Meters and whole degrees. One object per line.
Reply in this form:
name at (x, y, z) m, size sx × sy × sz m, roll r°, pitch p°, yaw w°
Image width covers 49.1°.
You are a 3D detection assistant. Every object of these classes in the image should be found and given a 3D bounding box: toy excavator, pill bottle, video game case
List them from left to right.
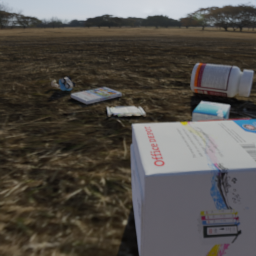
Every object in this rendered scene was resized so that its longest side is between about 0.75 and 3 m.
toy excavator at (-3.740, -2.427, 15.818) m, size 1.163 × 1.196 × 0.597 m, roll 52°, pitch 36°, yaw 4°
video game case at (-1.651, -1.699, 14.554) m, size 2.156 × 0.194 × 1.544 m, roll -18°, pitch 29°, yaw -36°
pill bottle at (4.845, -2.445, 14.536) m, size 2.864 × 1.569 × 1.569 m, roll 12°, pitch 26°, yaw 25°

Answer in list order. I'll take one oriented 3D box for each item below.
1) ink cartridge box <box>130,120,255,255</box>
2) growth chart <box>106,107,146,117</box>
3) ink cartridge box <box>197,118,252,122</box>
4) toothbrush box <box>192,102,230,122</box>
ink cartridge box at (1.518, 1.153, 5.468) m, size 2.827 × 2.045 × 2.081 m, roll -2°, pitch 23°, yaw -4°
growth chart at (-0.121, -0.719, 12.307) m, size 1.711 × 0.152 × 1.238 m, roll -1°, pitch 24°, yaw -2°
ink cartridge box at (2.512, 0.155, 8.605) m, size 1.669 × 0.586 × 2.054 m, roll -3°, pitch -5°, yaw -10°
toothbrush box at (3.258, -0.457, 10.996) m, size 1.176 × 0.685 × 1.607 m, roll 10°, pitch 25°, yaw 23°
